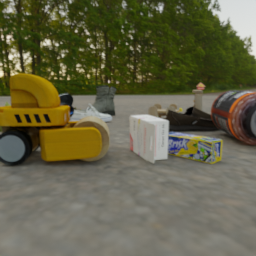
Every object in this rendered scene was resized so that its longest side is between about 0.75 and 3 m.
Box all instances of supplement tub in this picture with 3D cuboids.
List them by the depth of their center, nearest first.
[{"bbox_3d":[3.598,-0.345,8.480,1.508,1.508,2.821,0,10,0],"label":"supplement tub"}]

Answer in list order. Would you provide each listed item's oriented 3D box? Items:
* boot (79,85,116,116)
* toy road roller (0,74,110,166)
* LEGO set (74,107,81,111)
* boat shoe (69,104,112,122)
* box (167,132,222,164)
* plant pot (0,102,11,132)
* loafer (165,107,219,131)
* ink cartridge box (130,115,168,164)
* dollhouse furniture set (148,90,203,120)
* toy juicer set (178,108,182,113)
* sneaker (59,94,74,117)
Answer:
[{"bbox_3d":[-1.677,-1.461,15.166,0.884,1.706,2.612,7,11,40],"label":"boot"},{"bbox_3d":[-1.737,-0.261,6.425,2.613,1.907,1.606,-1,9,-5],"label":"toy road roller"},{"bbox_3d":[-3.234,-1.112,16.522,0.823,0.620,1.071,-4,9,-23],"label":"LEGO set"},{"bbox_3d":[-1.747,-0.691,12.948,1.970,0.840,0.728,1,9,3],"label":"boat shoe"},{"bbox_3d":[1.443,0.434,6.567,0.456,0.497,1.419,-8,12,-43],"label":"box"},{"bbox_3d":[-3.578,-0.158,8.868,0.977,1.029,1.029,25,0,-20],"label":"plant pot"},{"bbox_3d":[2.565,-0.362,10.559,2.502,0.893,0.913,-2,9,-15],"label":"loafer"},{"bbox_3d":[0.517,0.225,6.608,0.526,0.908,1.559,-3,10,-17],"label":"ink cartridge box"},{"bbox_3d":[2.062,-0.919,12.324,2.275,1.481,2.090,2,8,12],"label":"dollhouse furniture set"},{"bbox_3d":[2.886,-1.067,17.674,0.971,0.264,0.618,13,33,44],"label":"toy juicer set"},{"bbox_3d":[-2.227,-0.681,9.920,1.133,0.740,2.025,-7,26,28],"label":"sneaker"}]
